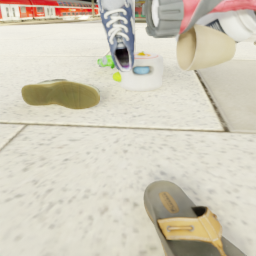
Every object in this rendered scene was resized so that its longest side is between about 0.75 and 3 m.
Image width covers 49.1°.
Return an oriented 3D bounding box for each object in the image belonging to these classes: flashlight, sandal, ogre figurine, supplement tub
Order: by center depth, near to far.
[{"bbox_3d":[1.473,-1.880,4.320,2.422,0.823,0.820,-8,-7,-13],"label":"flashlight"},{"bbox_3d":[1.009,1.506,4.415,1.094,0.730,2.676,-7,26,-15],"label":"sandal"},{"bbox_3d":[1.785,-2.100,5.560,1.079,1.079,1.538,-22,5,-38],"label":"supplement tub"},{"bbox_3d":[-0.298,-3.607,14.741,2.883,1.415,1.729,15,14,4],"label":"ogre figurine"}]

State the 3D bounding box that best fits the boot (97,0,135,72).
[{"bbox_3d":[-0.229,-2.796,7.432,0.984,2.704,1.222,-10,56,8],"label":"boot"}]

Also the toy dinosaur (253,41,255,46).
[{"bbox_3d":[3.246,-1.854,5.150,1.519,2.241,0.962,-15,31,-33],"label":"toy dinosaur"}]

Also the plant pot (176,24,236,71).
[{"bbox_3d":[1.357,-1.349,4.758,0.832,0.779,0.779,-1,24,-14],"label":"plant pot"}]

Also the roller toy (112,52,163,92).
[{"bbox_3d":[0.585,-2.570,12.314,1.961,1.502,2.149,20,32,37],"label":"roller toy"}]

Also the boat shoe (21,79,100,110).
[{"bbox_3d":[-2.364,-1.335,10.178,2.991,1.069,0.983,2,29,14],"label":"boat shoe"}]
